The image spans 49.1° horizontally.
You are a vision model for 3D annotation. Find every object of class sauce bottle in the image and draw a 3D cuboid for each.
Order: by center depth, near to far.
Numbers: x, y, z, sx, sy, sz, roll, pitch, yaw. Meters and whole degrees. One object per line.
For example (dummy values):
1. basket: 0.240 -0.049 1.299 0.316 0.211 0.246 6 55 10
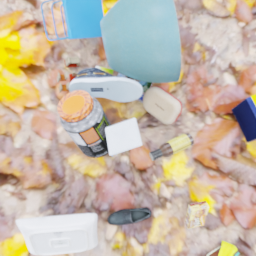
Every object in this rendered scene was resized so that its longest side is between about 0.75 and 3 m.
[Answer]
1. sauce bottle: 1.382 0.630 9.001 1.487 0.481 0.481 -22 78 -14

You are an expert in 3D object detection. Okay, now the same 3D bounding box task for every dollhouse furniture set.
1. dollhouse furniture set: -1.811 -1.753 9.564 1.258 0.648 1.245 -8 79 -25

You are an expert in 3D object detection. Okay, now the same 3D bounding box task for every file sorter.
1. file sorter: -1.744 -3.541 9.149 1.110 1.809 1.255 5 110 33

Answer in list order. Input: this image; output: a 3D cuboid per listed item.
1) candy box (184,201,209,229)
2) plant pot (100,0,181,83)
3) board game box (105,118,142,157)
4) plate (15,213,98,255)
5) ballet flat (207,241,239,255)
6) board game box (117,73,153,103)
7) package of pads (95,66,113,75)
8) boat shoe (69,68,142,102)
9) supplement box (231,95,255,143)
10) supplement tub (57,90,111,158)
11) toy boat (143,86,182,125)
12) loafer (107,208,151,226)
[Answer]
1. candy box: 1.965 2.512 8.059 0.528 0.914 0.253 -8 40 -11
2. plant pot: 0.262 -2.559 8.064 1.910 2.836 2.836 -11 77 1
3. board game box: -0.127 0.246 7.416 0.896 0.116 0.896 -19 54 9
4. plate: -1.722 2.804 7.135 1.897 1.901 0.307 -2 46 -7
5. ballet flat: 2.450 4.201 8.284 0.666 0.664 1.986 37 76 30
6. board game box: 0.236 -1.662 9.764 1.230 0.253 1.227 25 78 6
7. package of pads: -0.876 -1.615 9.402 0.636 0.281 0.824 10 82 -21
8. boat shoe: -0.630 -1.404 8.545 2.208 0.781 1.002 5 40 6
9. supplement box: 4.847 -0.595 8.982 2.364 1.294 1.287 -20 79 -4
10. supplement tub: -1.205 -0.083 8.348 1.258 2.053 1.258 -8 53 11
11. toy boat: 1.139 -0.761 8.857 1.342 0.877 0.876 39 119 19
12. loafer: 0.035 2.719 8.629 1.379 0.484 0.468 -10 77 -2
